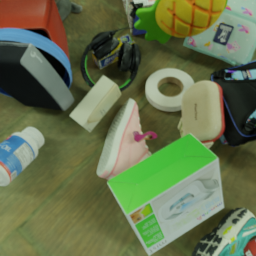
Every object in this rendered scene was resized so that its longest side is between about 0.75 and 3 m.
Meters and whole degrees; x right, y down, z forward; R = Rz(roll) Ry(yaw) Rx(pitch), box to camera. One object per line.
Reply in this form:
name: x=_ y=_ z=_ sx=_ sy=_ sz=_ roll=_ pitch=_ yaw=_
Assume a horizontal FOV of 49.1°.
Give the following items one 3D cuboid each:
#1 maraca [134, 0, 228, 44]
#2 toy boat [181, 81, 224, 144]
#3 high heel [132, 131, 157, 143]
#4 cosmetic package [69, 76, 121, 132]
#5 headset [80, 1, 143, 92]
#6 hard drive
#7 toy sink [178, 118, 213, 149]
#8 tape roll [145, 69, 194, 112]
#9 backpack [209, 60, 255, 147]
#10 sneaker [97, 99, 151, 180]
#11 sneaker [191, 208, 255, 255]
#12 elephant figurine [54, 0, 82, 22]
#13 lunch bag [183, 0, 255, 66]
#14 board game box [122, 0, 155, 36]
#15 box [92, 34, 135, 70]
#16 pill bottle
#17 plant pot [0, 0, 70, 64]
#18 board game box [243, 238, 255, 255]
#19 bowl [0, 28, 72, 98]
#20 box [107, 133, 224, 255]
maraca: x=1.575 y=-3.534 z=8.593 sx=2.884 sy=1.977 sz=1.543 roll=-18 pitch=55 yaw=32
toy boat: x=2.259 y=-0.407 z=7.955 sx=1.181 sy=1.179 sz=1.806 roll=15 pitch=70 yaw=-42
high heel: x=0.529 y=0.300 z=7.994 sx=0.849 sy=0.286 sz=0.407 roll=13 pitch=37 yaw=-34
cosmetic package: x=-0.960 y=-0.706 z=8.481 sx=0.577 sy=0.817 sz=1.579 roll=36 pitch=85 yaw=16
headset: x=-0.332 y=-2.545 z=9.058 sx=1.850 sy=1.407 sz=2.996 roll=26 pitch=84 yaw=-14
hard drive: x=-2.872 y=-1.338 z=7.997 sx=1.917 sy=2.843 sz=0.602 roll=7 pitch=69 yaw=14
toy sink: x=2.026 y=0.050 z=8.751 sx=0.754 sy=0.877 sz=1.346 roll=-8 pitch=69 yaw=-3
tape roll: x=1.413 y=-1.299 z=9.463 sx=1.673 sy=0.306 sz=1.673 roll=-2 pitch=59 yaw=3
backpack: x=3.965 y=-0.847 z=8.619 sx=2.626 sy=1.766 sz=2.397 roll=-18 pitch=69 yaw=-6
sneaker: x=0.118 y=0.491 z=8.572 sx=1.469 sy=1.058 sz=2.810 roll=27 pitch=53 yaw=-16
sneaker: x=2.624 y=3.222 z=7.491 sx=2.406 sy=0.933 sz=0.958 roll=-37 pitch=91 yaw=-12
elephant figurine: x=-3.102 y=-4.786 z=9.699 sx=1.898 sy=2.683 sz=2.081 roll=29 pitch=71 yaw=11
lunch bag: x=3.457 y=-3.699 z=9.822 sx=2.396 sy=1.715 sz=2.813 roll=22 pitch=78 yaw=6
board game box: x=0.914 y=-5.199 z=10.569 sx=2.254 sy=1.369 sz=2.827 roll=-11 pitch=69 yaw=-4
box: x=-0.516 y=-2.732 z=10.040 sx=1.522 sy=0.533 sz=0.489 roll=-31 pitch=70 yaw=-12
pill bottle: x=-3.283 y=0.752 z=8.153 sx=0.989 sy=0.989 sz=1.763 roll=24 pitch=41 yaw=9
plant pot: x=-3.248 y=-3.011 z=9.137 sx=2.477 sy=2.479 sz=2.185 roll=0 pitch=62 yaw=5
board game box: x=3.690 y=3.871 z=7.619 sx=0.799 sy=0.151 sz=1.552 roll=-21 pitch=70 yaw=-7
bowl: x=-3.133 y=-1.792 z=8.428 sx=2.880 sy=2.880 sz=0.565 roll=1 pitch=62 yaw=0
box: x=1.044 y=1.729 z=7.231 sx=2.475 sy=2.184 sz=1.196 roll=-29 pitch=40 yaw=-10
